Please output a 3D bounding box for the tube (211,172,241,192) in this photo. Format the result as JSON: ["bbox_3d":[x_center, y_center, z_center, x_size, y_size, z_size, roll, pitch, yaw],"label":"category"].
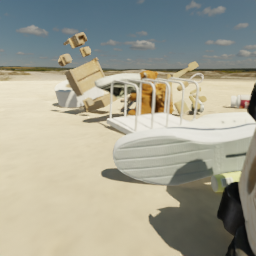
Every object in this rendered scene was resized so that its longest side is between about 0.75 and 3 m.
[{"bbox_3d":[1.605,0.723,3.865,0.891,0.231,0.259,-6,-32,-5],"label":"tube"}]

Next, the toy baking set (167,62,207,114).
[{"bbox_3d":[2.084,-1.461,10.277,1.522,1.983,0.231,-2,-10,-8],"label":"toy baking set"}]

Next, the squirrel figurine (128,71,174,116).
[{"bbox_3d":[0.881,-1.183,9.763,1.702,1.589,1.205,11,13,39],"label":"squirrel figurine"}]

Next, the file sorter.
[{"bbox_3d":[0.688,-0.665,7.772,2.132,1.327,1.479,-8,18,-30],"label":"file sorter"}]

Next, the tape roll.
[{"bbox_3d":[-2.281,-1.727,13.063,2.185,0.764,2.185,-9,28,5],"label":"tape roll"}]

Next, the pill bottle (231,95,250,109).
[{"bbox_3d":[5.030,-1.133,12.124,1.064,0.583,0.583,5,13,23],"label":"pill bottle"}]

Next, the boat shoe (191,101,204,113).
[{"bbox_3d":[2.623,-0.835,10.815,0.377,0.418,1.184,8,10,2],"label":"boat shoe"}]

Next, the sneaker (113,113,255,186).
[{"bbox_3d":[0.983,0.264,4.205,2.412,0.881,0.854,-3,25,0],"label":"sneaker"}]

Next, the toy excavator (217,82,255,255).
[{"bbox_3d":[2.141,0.756,1.468,2.941,1.469,2.860,13,15,14],"label":"toy excavator"}]

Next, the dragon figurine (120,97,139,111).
[{"bbox_3d":[0.563,-1.303,11.018,2.083,0.613,1.036,-22,-9,6],"label":"dragon figurine"}]

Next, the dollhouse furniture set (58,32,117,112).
[{"bbox_3d":[-1.766,-1.889,10.324,1.195,2.699,1.399,-10,21,48],"label":"dollhouse furniture set"}]

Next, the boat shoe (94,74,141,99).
[{"bbox_3d":[-0.194,-1.252,8.466,0.741,0.667,2.096,-9,5,36],"label":"boat shoe"}]
